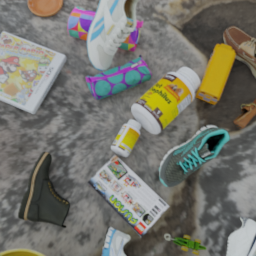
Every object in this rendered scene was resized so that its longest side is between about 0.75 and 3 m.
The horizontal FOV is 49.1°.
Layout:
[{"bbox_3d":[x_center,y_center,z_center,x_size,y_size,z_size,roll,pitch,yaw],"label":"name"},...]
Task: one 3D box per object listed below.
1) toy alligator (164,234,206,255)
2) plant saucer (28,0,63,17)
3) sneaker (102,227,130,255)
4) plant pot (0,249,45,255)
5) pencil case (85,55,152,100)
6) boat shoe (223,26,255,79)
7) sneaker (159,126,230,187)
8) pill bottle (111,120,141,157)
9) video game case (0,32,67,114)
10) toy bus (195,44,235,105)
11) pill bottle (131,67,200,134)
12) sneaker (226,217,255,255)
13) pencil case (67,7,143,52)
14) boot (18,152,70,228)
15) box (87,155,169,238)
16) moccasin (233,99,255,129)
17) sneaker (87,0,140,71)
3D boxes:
[{"bbox_3d":[1.642,3.350,8.151,1.230,0.295,0.408,17,58,10],"label":"toy alligator"},{"bbox_3d":[-3.223,-4.883,10.988,1.354,0.253,1.354,0,70,0],"label":"plant saucer"},{"bbox_3d":[-0.405,3.875,7.761,0.875,0.757,2.018,15,72,-1],"label":"sneaker"},{"bbox_3d":[-2.546,4.331,7.001,2.444,1.735,2.444,-1,67,2],"label":"plant pot"},{"bbox_3d":[-0.331,-1.688,9.496,2.122,0.981,0.903,-22,66,-6],"label":"pencil case"},{"bbox_3d":[4.464,-2.729,9.881,0.990,0.939,2.615,-37,75,-12],"label":"boat shoe"},{"bbox_3d":[2.012,0.787,8.473,2.609,1.190,1.012,-42,92,-11],"label":"sneaker"},{"bbox_3d":[-0.031,0.319,9.007,0.628,0.628,1.149,27,74,9],"label":"pill bottle"},{"bbox_3d":[-3.923,-2.028,9.979,2.661,0.305,2.422,22,72,8],"label":"video game case"},{"bbox_3d":[3.044,-1.934,9.631,0.747,0.898,2.294,23,73,8],"label":"toy bus"},{"bbox_3d":[1.273,-0.941,9.113,2.266,1.238,1.238,-43,76,-13],"label":"pill bottle"},{"bbox_3d":[2.962,3.335,7.492,0.753,0.715,1.871,26,72,38],"label":"sneaker"},{"bbox_3d":[-0.809,-3.591,10.094,2.681,1.185,1.185,12,72,5],"label":"pencil case"},{"bbox_3d":[-2.271,1.873,8.483,1.428,0.800,2.065,15,85,0],"label":"boot"},{"bbox_3d":[-0.017,2.035,8.534,2.267,0.394,1.248,43,76,13],"label":"box"},{"bbox_3d":[4.012,-0.553,9.409,0.497,0.471,1.288,43,85,-2],"label":"moccasin"},{"bbox_3d":[-0.467,-3.170,8.992,1.134,1.074,2.807,26,108,29],"label":"sneaker"}]
